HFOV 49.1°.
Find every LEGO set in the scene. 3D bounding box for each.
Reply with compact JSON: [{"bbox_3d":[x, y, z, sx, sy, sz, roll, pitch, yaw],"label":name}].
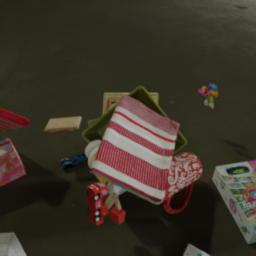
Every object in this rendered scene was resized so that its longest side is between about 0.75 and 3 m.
[{"bbox_3d":[3.079,-1.360,10.914,0.641,1.561,0.595,29,86,25],"label":"LEGO set"}]

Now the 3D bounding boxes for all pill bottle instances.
[{"bbox_3d":[-0.632,1.168,8.699,0.985,0.985,1.758,-23,45,-25],"label":"pill bottle"}]

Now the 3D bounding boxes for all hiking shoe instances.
[{"bbox_3d":[-2.018,1.306,10.656,1.092,0.406,0.473,-19,50,-8],"label":"hiking shoe"}]

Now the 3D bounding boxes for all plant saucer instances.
[{"bbox_3d":[0.214,0.284,9.707,2.625,2.621,0.628,-38,15,9],"label":"plant saucer"}]

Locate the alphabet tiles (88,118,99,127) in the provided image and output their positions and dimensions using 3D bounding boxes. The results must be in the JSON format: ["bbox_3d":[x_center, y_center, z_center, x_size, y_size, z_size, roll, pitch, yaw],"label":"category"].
[{"bbox_3d":[-0.450,0.291,10.533,2.059,1.721,0.078,-15,28,-24],"label":"alphabet tiles"}]

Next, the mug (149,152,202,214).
[{"bbox_3d":[1.467,1.766,9.379,1.907,1.693,1.272,-18,20,-33],"label":"mug"}]

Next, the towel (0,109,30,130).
[{"bbox_3d":[-4.629,-0.339,9.799,2.225,1.609,0.250,-6,64,43],"label":"towel"}]

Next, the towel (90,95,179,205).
[{"bbox_3d":[0.338,0.482,8.096,2.122,0.335,2.946,27,49,-8],"label":"towel"}]

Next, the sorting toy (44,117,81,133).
[{"bbox_3d":[-2.391,-0.109,10.385,1.200,0.236,1.296,-5,19,-2],"label":"sorting toy"}]

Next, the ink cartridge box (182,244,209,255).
[{"bbox_3d":[2.171,3.988,7.399,1.744,0.366,1.040,21,44,27],"label":"ink cartridge box"}]

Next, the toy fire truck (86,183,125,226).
[{"bbox_3d":[-0.568,2.022,7.399,1.031,1.462,0.356,-20,29,-40],"label":"toy fire truck"}]

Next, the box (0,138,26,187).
[{"bbox_3d":[-4.863,1.450,9.533,2.287,1.092,1.140,-26,33,-21],"label":"box"}]

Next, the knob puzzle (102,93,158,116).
[{"bbox_3d":[0.080,-0.120,10.096,2.478,2.478,0.344,-10,22,-12],"label":"knob puzzle"}]

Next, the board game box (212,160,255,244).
[{"bbox_3d":[4.175,2.277,9.120,1.858,0.810,2.519,-8,41,-9],"label":"board game box"}]

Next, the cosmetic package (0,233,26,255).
[{"bbox_3d":[-3.345,4.017,6.556,1.185,1.404,2.628,-4,41,-5],"label":"cosmetic package"}]
